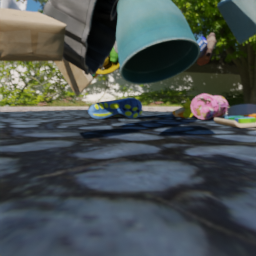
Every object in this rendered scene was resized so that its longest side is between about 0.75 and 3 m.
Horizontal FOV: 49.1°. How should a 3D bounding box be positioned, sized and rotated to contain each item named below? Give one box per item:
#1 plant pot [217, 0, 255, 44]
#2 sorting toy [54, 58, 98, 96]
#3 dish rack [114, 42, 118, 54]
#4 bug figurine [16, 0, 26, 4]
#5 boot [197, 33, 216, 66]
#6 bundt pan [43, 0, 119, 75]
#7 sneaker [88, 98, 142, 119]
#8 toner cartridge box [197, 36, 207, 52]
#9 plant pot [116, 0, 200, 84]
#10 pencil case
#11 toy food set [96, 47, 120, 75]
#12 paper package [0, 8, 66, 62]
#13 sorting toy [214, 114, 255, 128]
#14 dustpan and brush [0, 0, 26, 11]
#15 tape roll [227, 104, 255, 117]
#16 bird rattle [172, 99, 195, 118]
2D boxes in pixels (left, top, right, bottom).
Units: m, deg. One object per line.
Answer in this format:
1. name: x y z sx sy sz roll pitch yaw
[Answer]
1. plant pot: 3.077 -2.922 6.685 1.131 1.128 1.152 -45 15 -35
2. sorting toy: -2.183 -2.698 11.472 0.796 2.273 2.287 -35 7 -22
3. dish rack: 0.394 -3.185 8.400 1.858 2.165 0.471 -19 49 -7
4. bug figurine: -2.494 -3.158 6.348 0.203 0.613 0.790 45 20 7
5. boot: 3.333 -3.332 11.851 0.457 0.952 1.302 16 -16 -7
6. bundt pan: -0.764 -2.680 5.855 1.122 2.990 2.990 23 7 3
7. sneaker: -0.582 -0.953 13.313 2.794 0.990 1.158 -6 14 -25
8. toner cartridge box: 2.786 -3.202 11.456 0.215 0.994 0.472 23 40 -21
9. plant pot: 0.373 -1.602 4.693 1.330 1.250 1.330 -13 -16 -4
10. pencil case: 3.868 -0.991 13.083 1.198 1.146 2.769 38 20 21
11. toy food set: -0.673 -3.232 9.843 1.566 2.661 0.869 21 -10 21
12. paper package: -1.676 -1.432 4.245 1.124 0.582 1.071 -12 36 -40
13. sorting toy: 4.068 -0.249 9.247 1.941 0.354 1.797 0 5 -4
14. dustpan and brush: -3.681 -3.294 8.273 0.576 2.012 1.404 13 7 40
15. tape roll: 4.378 -0.549 10.581 1.205 0.398 1.205 2 -10 0
16. bird rattle: 2.948 -0.899 14.102 1.339 0.925 1.643 -15 -5 26
